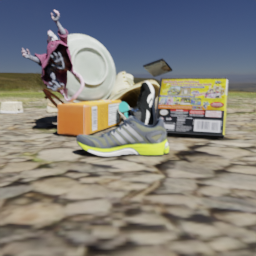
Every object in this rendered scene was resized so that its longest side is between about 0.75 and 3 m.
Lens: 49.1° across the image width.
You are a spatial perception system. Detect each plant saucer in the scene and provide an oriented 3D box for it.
[{"bbox_3d":[-1.525,-2.206,10.341,2.739,2.739,0.687,-6,-2,-34],"label":"plant saucer"}]

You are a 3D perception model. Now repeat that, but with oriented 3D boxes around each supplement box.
[{"bbox_3d":[-1.150,-0.404,9.228,0.954,0.986,2.867,3,7,19],"label":"supplement box"}]

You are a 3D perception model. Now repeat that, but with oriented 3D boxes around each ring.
[{"bbox_3d":[-2.277,-0.658,9.731,1.861,0.179,1.861,45,3,-3],"label":"ring"}]

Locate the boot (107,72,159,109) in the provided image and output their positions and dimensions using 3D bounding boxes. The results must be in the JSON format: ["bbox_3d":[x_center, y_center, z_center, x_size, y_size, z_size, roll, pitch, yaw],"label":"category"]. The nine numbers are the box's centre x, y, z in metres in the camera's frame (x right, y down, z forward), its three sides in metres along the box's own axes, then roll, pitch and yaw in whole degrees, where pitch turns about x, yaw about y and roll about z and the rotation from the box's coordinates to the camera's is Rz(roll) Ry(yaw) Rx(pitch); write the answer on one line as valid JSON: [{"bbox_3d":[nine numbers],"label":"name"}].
[{"bbox_3d":[0.093,-1.589,11.281,2.628,0.947,2.032,-24,35,27],"label":"boot"}]

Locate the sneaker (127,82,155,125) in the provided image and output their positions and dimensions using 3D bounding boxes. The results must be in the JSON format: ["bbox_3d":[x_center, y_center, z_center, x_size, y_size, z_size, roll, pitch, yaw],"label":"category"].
[{"bbox_3d":[0.380,-0.750,8.982,0.902,1.612,0.589,-2,-14,-26],"label":"sneaker"}]

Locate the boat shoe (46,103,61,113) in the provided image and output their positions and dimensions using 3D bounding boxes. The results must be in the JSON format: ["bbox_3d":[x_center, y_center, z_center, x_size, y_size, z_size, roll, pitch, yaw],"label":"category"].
[{"bbox_3d":[-3.510,-1.065,14.600,1.567,0.542,0.578,1,9,6],"label":"boat shoe"}]

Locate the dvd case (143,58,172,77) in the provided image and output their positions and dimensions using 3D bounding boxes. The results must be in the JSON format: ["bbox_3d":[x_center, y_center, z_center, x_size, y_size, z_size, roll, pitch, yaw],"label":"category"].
[{"bbox_3d":[1.117,-2.223,10.445,0.789,0.097,1.106,-15,-16,24],"label":"dvd case"}]

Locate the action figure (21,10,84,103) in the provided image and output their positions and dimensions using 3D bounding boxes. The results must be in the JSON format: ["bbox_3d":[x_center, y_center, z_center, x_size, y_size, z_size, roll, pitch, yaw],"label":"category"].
[{"bbox_3d":[-2.115,-2.313,8.756,1.851,1.665,2.486,37,20,-35],"label":"action figure"}]

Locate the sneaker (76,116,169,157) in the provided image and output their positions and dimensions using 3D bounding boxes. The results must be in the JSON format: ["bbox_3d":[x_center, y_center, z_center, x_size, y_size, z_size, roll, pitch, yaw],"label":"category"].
[{"bbox_3d":[-0.112,0.155,6.151,2.038,0.825,0.753,-1,9,-6],"label":"sneaker"}]

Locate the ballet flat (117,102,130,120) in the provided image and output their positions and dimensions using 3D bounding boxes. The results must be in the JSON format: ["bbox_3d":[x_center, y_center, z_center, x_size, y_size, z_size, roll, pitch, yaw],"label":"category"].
[{"bbox_3d":[-0.075,-0.432,9.649,0.429,0.429,1.236,-3,36,-20],"label":"ballet flat"}]

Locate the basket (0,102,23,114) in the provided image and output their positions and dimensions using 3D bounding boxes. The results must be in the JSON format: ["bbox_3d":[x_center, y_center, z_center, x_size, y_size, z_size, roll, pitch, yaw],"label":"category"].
[{"bbox_3d":[-5.994,-1.047,14.402,0.932,0.575,0.631,1,9,10],"label":"basket"}]

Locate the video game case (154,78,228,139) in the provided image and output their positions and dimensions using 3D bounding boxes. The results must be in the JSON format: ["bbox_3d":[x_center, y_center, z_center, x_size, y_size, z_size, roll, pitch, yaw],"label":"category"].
[{"bbox_3d":[1.813,-0.626,8.148,1.976,1.786,0.252,3,-18,20],"label":"video game case"}]
